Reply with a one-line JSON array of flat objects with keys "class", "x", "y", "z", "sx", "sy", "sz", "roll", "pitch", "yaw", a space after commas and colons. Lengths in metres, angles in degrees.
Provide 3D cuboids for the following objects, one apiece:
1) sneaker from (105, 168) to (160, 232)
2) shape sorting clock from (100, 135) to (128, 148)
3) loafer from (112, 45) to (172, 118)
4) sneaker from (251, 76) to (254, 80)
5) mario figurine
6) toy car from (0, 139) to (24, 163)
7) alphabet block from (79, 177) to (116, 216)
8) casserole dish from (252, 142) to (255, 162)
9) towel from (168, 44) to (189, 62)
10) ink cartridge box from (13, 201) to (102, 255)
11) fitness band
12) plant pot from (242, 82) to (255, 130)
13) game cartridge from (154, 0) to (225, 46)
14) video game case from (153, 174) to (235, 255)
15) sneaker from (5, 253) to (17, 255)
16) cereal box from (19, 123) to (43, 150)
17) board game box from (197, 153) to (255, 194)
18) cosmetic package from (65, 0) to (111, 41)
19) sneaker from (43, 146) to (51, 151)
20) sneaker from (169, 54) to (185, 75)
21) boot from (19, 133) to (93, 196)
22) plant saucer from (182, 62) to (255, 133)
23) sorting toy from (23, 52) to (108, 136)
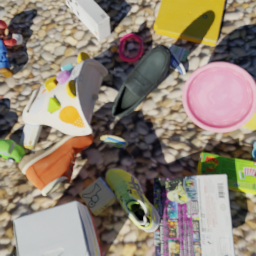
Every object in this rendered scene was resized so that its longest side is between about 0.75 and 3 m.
[{"class": "sneaker", "x": 0.097, "y": 2.270, "z": 9.392, "sx": 0.977, "sy": 0.990, "sz": 2.592, "roll": -44, "pitch": 61, "yaw": -2}, {"class": "shape sorting clock", "x": -0.505, "y": 0.488, "z": 10.221, "sx": 1.024, "sy": 1.024, "sz": 0.201, "roll": 13, "pitch": 71, "yaw": 5}, {"class": "loafer", "x": 0.376, "y": -1.363, "z": 8.972, "sx": 0.969, "sy": 2.854, "sz": 1.002, "roll": 40, "pitch": 35, "yaw": 2}, {"class": "sneaker", "x": 4.226, "y": -1.876, "z": 11.176, "sx": 1.804, "sy": 0.897, "sz": 0.703, "roll": -6, "pitch": 70, "yaw": -2}, {"class": "mario figurine", "x": -5.449, "y": -3.332, "z": 11.847, "sx": 1.386, "sy": 1.614, "sz": 2.615, "roll": -17, "pitch": 73, "yaw": 37}, {"class": "toy car", "x": -5.021, "y": 0.548, "z": 10.078, "sx": 2.549, "sy": 0.604, "sz": 2.709, "roll": 17, "pitch": 47, "yaw": -9}, {"class": "alphabet block", "x": -1.030, "y": 2.359, "z": 9.588, "sx": 0.903, "sy": 0.887, "sz": 0.882, "roll": -37, "pitch": 71, "yaw": -13}, {"class": "casserole dish", "x": 5.431, "y": 1.216, "z": 10.297, "sx": 1.966, "sy": 0.381, "sz": 1.191, "roll": 43, "pitch": 75, "yaw": 15}, {"class": "towel", "x": 2.143, "y": -3.254, "z": 12.103, "sx": 0.888, "sy": 0.136, "sz": 0.662, "roll": 20, "pitch": 71, "yaw": 7}, {"class": "ink cartridge box", "x": -1.944, "y": 3.407, "z": 8.308, "sx": 1.841, "sy": 2.534, "sz": 1.833, "roll": -16, "pitch": 70, "yaw": -6}, {"class": "fitness band", "x": 0.119, "y": -3.479, "z": 12.144, "sx": 1.008, "sy": 0.263, "sz": 1.404, "roll": 6, "pitch": 69, "yaw": 5}, {"class": "plant pot", "x": 4.125, "y": -0.948, "z": 10.467, "sx": 1.624, "sy": 1.726, "sz": 1.726, "roll": 17, "pitch": 70, "yaw": 17}, {"class": "game cartridge", "x": 2.750, "y": -5.019, "z": 12.644, "sx": 2.819, "sy": 0.457, "sz": 2.485, "roll": 14, "pitch": 70, "yaw": 8}, {"class": "video game case", "x": 2.085, "y": 2.954, "z": 9.189, "sx": 2.481, "sy": 0.490, "sz": 2.738, "roll": -7, "pitch": 68, "yaw": 18}, {"class": "sneaker", "x": -3.602, "y": 4.288, "z": 8.985, "sx": 1.728, "sy": 0.679, "sz": 0.770, "roll": -38, "pitch": 77, "yaw": -13}, {"class": "cereal box", "x": -3.652, "y": 0.253, "z": 10.510, "sx": 0.743, "sy": 0.204, "sz": 1.033, "roll": 11, "pitch": 80, "yaw": 31}, {"class": "board game box", "x": 3.604, "y": 1.640, "z": 10.068, "sx": 2.103, "sy": 0.501, "sz": 1.069, "roll": 10, "pitch": 70, "yaw": 4}, {"class": "cosmetic package", "x": -1.849, "y": -5.159, "z": 12.312, "sx": 0.684, "sy": 1.116, "sz": 2.703, "roll": -37, "pitch": 73, "yaw": -10}, {"class": "sneaker", "x": -2.856, "y": 1.119, "z": 10.342, "sx": 0.383, "sy": 0.435, "sz": 1.027, "roll": -24, "pitch": 50, "yaw": -13}, {"class": "sneaker", "x": 1.848, "y": -2.528, "z": 11.746, "sx": 0.759, "sy": 0.418, "sz": 1.037, "roll": -30, "pitch": 86, "yaw": 9}, {"class": "boot", "x": -2.089, "y": 1.132, "z": 9.531, "sx": 2.707, "sy": 1.016, "sz": 1.452, "roll": -34, "pitch": 72, "yaw": -25}, {"class": "plant saucer", "x": 3.065, "y": -1.044, "z": 9.416, "sx": 2.401, "sy": 2.401, "sz": 0.609, "roll": 30, "pitch": 32, "yaw": 11}, {"class": "sorting toy", "x": -2.373, "y": -1.124, "z": 9.657, "sx": 2.647, "sy": 1.571, "sz": 2.940, "roll": -14, "pitch": 45, "yaw": 25}]
